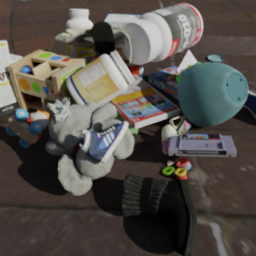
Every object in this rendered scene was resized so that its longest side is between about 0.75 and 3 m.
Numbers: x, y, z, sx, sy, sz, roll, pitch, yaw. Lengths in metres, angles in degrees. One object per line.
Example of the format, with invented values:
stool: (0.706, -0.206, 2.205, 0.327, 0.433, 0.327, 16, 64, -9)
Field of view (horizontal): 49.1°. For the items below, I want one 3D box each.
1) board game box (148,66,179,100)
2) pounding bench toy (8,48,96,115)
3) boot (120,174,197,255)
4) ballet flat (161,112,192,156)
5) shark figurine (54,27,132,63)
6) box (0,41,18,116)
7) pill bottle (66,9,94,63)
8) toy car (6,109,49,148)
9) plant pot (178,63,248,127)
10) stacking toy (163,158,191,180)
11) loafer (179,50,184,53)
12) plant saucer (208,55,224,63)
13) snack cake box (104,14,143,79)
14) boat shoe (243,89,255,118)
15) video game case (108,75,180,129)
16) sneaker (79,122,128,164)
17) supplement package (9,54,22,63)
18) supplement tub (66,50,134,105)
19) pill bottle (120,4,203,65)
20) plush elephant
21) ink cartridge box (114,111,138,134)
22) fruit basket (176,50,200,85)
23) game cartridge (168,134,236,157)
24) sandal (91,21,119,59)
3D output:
board game box: (2.095, -1.826, 11.476, 1.492, 0.380, 2.204, -23, 43, -28)
pounding bench toy: (-2.487, -1.861, 10.347, 2.268, 1.806, 2.907, 17, 40, 22)
boot: (0.601, 1.863, 6.159, 1.581, 0.796, 2.115, 4, 27, 2)
ballet flat: (1.426, 0.093, 8.646, 0.650, 0.669, 1.881, -20, 18, 42)
shark figurine: (-0.733, -2.741, 9.392, 3.080, 1.285, 1.840, 15, 28, 34)
box: (-4.444, -1.658, 9.422, 0.590, 2.401, 0.988, 8, 23, 23)
pill bottle: (-1.838, -3.457, 10.686, 1.020, 1.957, 1.020, 1, 24, -1)
toy car: (-2.865, -0.189, 8.396, 1.021, 1.064, 1.155, 43, 42, -8)
plant pot: (2.756, -1.096, 8.510, 2.059, 2.059, 1.387, -21, 6, -25)
stacking toy: (1.360, 1.180, 7.700, 0.686, 0.320, 0.758, -10, 26, 32)
loafer: (2.171, -4.581, 14.912, 0.739, 0.647, 2.057, -28, 45, -32)
plant saucer: (4.310, -3.385, 13.783, 0.768, 0.105, 0.768, 0, 38, 0)
snack cake box: (-0.108, -3.212, 11.483, 1.475, 2.566, 0.862, 5, 40, 6)
boat shoe: (4.552, -0.867, 9.648, 0.737, 0.736, 2.037, -13, 45, -29)
video game case: (0.256, -1.005, 9.638, 1.857, 0.227, 2.597, -18, 45, -29)
sneaker: (-0.586, 0.155, 6.219, 0.810, 0.446, 1.106, 33, 81, -3)
supplement package: (-5.470, -2.131, 11.030, 2.548, 1.396, 1.449, 16, 40, 21)
supplement tub: (-0.849, -1.446, 8.778, 1.838, 1.327, 1.327, -32, 39, 6)
pill bottle: (1.223, -3.344, 10.030, 1.668, 1.668, 2.929, 29, 45, 33)
plush elephant: (-1.001, 0.451, 7.167, 2.168, 2.632, 2.038, -31, 79, -1)
ink cartridge box: (-0.169, -0.581, 9.744, 1.354, 0.446, 1.860, 5, 36, 11)
fruit basket: (2.574, -1.586, 10.070, 1.106, 2.184, 2.358, -34, 14, 29)
game cartridge: (1.899, 0.437, 7.337, 1.623, 0.312, 1.052, 0, 22, 13)
sandal: (-0.666, -2.335, 9.252, 0.894, 2.381, 0.537, -19, 54, -1)
